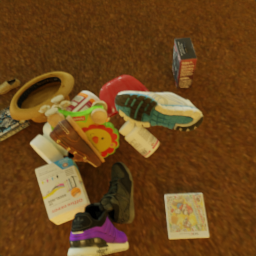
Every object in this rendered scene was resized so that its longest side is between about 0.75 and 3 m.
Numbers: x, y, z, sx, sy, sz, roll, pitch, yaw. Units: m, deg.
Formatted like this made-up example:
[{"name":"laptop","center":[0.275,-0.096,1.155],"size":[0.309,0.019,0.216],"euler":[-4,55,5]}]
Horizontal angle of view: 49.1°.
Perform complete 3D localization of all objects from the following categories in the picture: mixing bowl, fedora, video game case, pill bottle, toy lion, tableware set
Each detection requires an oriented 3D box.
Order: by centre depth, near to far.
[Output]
[{"name":"tableware set","center":[-2.367,-0.701,9.025],"size":[0.938,0.130,1.123],"euler":[-36,37,-21]},{"name":"pill bottle","center":[0.358,0.318,9.371],"size":[1.272,0.721,0.721],"euler":[42,68,-7]},{"name":"toy lion","center":[-1.424,0.198,9.494],"size":[2.188,2.097,0.751],"euler":[-5,33,-3]},{"name":"video game case","center":[2.042,3.089,9.878],"size":[1.376,0.173,1.512],"euler":[-2,62,-1]},{"name":"mixing bowl","center":[-0.274,-1.206,10.093],"size":[1.989,1.989,1.077],"euler":[-28,90,-14]},{"name":"pill bottle","center":[-2.180,0.053,10.669],"size":[1.575,1.575,2.875],"euler":[37,68,17]},{"name":"fedora","center":[-3.300,-1.066,11.260],"size":[2.828,1.153,2.828],"euler":[-13,45,13]}]

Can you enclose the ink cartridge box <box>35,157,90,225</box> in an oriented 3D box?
[{"name":"ink cartridge box","center":[-2.201,2.186,9.694],"size":[1.326,1.303,1.801],"euler":[-21,65,-10]}]

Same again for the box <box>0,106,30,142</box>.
[{"name":"box","center":[-4.950,-0.229,11.518],"size":[1.431,0.329,1.138],"euler":[-33,67,-16]}]

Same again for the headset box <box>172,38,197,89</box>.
[{"name":"headset box","center":[2.356,-2.779,11.875],"size":[0.713,1.846,1.374],"euler":[-6,55,1]}]

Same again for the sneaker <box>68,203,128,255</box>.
[{"name":"sneaker","center":[-0.756,2.908,8.181],"size":[0.981,2.822,1.403],"euler":[-12,69,16]}]

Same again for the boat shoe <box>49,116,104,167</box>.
[{"name":"boat shoe","center":[-1.552,0.600,8.653],"size":[0.871,2.477,0.872],"euler":[-44,50,-10]}]

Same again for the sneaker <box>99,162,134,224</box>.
[{"name":"sneaker","center":[-0.430,2.109,9.280],"size":[0.793,1.188,2.075],"euler":[-18,67,37]}]

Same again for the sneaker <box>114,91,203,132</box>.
[{"name":"sneaker","center":[0.947,-0.727,9.345],"size":[2.996,1.123,1.298],"euler":[12,37,-18]}]

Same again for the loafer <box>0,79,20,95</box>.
[{"name":"loafer","center":[-5.338,-1.871,12.351],"size":[1.116,0.376,0.424],"euler":[-33,67,-16]}]
